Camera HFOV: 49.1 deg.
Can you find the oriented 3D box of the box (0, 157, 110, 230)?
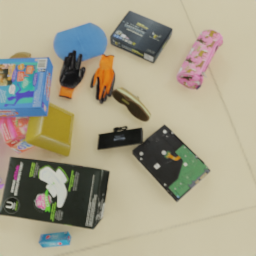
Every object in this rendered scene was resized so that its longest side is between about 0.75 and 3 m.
[{"bbox_3d":[-2.055,1.887,8.442,2.658,1.974,1.652,8,81,3],"label":"box"}]

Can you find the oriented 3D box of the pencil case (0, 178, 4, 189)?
[{"bbox_3d":[-4.981,0.726,9.507,1.250,1.228,2.925,-1,65,-32],"label":"pencil case"}]

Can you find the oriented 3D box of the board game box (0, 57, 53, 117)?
[{"bbox_3d":[-3.931,-1.342,9.245,2.634,0.592,2.003,-1,65,2],"label":"board game box"}]

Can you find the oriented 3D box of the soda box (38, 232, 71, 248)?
[{"bbox_3d":[-2.248,3.443,8.617,0.924,0.313,0.296,-9,37,11],"label":"soda box"}]

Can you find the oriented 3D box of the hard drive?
[{"bbox_3d":[1.457,1.171,9.654,1.598,0.433,2.288,-39,68,-15],"label":"hard drive"}]

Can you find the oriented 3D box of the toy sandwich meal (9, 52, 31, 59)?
[{"bbox_3d":[-4.350,-2.518,11.319,1.223,0.419,1.223,0,72,-1],"label":"toy sandwich meal"}]

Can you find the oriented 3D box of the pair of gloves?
[{"bbox_3d":[-1.577,-1.966,10.846,2.171,0.268,1.934,8,87,4],"label":"pair of gloves"}]

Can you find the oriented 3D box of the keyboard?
[{"bbox_3d":[-0.282,0.325,9.920,1.636,0.210,0.982,-8,47,11],"label":"keyboard"}]

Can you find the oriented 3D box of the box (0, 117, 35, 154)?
[{"bbox_3d":[-3.964,-0.636,10.018,1.380,1.273,2.690,-25,69,-10],"label":"box"}]

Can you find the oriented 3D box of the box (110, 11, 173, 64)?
[{"bbox_3d":[0.556,-3.845,11.777,2.131,0.544,1.680,28,69,11],"label":"box"}]

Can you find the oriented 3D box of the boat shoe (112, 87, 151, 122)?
[{"bbox_3d":[0.240,-0.953,10.400,1.725,0.618,0.657,43,46,8],"label":"boat shoe"}]

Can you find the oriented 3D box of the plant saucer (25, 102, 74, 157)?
[{"bbox_3d":[-2.511,-0.081,9.596,0.421,1.739,1.738,-20,57,36],"label":"plant saucer"}]

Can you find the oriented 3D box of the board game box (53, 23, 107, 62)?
[{"bbox_3d":[-1.940,-3.381,11.604,2.197,0.428,1.736,-22,70,-9],"label":"board game box"}]

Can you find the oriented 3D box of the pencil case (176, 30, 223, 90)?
[{"bbox_3d":[2.846,-2.719,11.016,1.094,1.047,2.529,22,67,17],"label":"pencil case"}]
